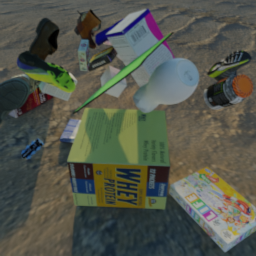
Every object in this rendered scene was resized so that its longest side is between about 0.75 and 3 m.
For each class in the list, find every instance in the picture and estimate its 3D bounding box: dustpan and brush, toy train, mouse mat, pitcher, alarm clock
[{"bbox_3d":[-0.333,-3.775,13.269,2.551,0.730,1.781,-1,57,-32],"label":"dustpan and brush"},{"bbox_3d":[-2.863,0.631,8.388,0.766,0.332,0.437,-42,5,7],"label":"toy train"},{"bbox_3d":[-0.098,-1.519,7.622,2.399,0.112,2.981,-28,18,42],"label":"mouse mat"},{"bbox_3d":[1.172,-1.291,7.856,1.138,1.877,1.610,48,59,-9],"label":"pitcher"},{"bbox_3d":[-1.725,-4.522,12.583,1.030,0.508,1.526,-9,73,-35],"label":"alarm clock"}]

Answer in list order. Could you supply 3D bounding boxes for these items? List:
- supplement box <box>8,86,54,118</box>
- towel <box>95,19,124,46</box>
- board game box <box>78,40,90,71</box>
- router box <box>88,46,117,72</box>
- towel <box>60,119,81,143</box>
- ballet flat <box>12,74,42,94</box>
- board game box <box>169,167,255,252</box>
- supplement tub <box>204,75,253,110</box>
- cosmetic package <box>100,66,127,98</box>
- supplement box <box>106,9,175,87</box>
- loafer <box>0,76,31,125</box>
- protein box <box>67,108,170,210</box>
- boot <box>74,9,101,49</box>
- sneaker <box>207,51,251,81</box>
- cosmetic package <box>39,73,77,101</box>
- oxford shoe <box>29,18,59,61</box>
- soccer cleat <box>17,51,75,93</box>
[{"bbox_3d":[-4.719,-1.649,13.370,0.742,1.326,2.437,22,43,28],"label":"supplement box"},{"bbox_3d":[-0.706,-3.954,11.486,1.502,0.372,1.109,-30,24,9],"label":"towel"},{"bbox_3d":[-1.621,-2.681,10.380,0.294,0.915,0.675,5,54,2],"label":"board game box"},{"bbox_3d":[-1.027,-2.841,11.384,1.237,0.323,0.973,-13,36,38],"label":"router box"},{"bbox_3d":[-1.621,0.146,11.842,2.208,0.263,1.622,5,36,7],"label":"towel"},{"bbox_3d":[-4.299,-1.378,10.430,2.410,0.908,0.818,-38,65,1],"label":"ballet flat"},{"bbox_3d":[2.682,2.374,8.673,1.646,0.419,2.449,-20,41,-25],"label":"board game box"},{"bbox_3d":[3.588,-1.291,10.092,0.998,0.998,1.628,-19,-1,-24],"label":"supplement tub"},{"bbox_3d":[-0.625,-1.941,11.786,0.773,0.778,0.929,17,42,-29],"label":"cosmetic package"},{"bbox_3d":[0.635,-2.864,10.752,1.387,2.742,1.417,-44,29,-15],"label":"supplement box"},{"bbox_3d":[-3.584,-0.826,8.166,2.350,0.844,0.739,-36,28,29],"label":"loafer"},{"bbox_3d":[-0.196,0.929,9.339,2.875,1.940,2.854,2,36,3],"label":"protein box"},{"bbox_3d":[-1.445,-3.947,11.317,1.247,1.174,0.427,-30,13,40],"label":"boot"},{"bbox_3d":[3.724,-2.163,10.090,0.748,1.848,0.683,32,71,-17],"label":"sneaker"},{"bbox_3d":[-2.855,-1.835,11.268,1.152,0.964,0.958,21,18,-37],"label":"cosmetic package"},{"bbox_3d":[-3.180,-2.988,10.630,0.879,2.083,0.757,35,27,13],"label":"oxford shoe"},{"bbox_3d":[-2.739,-1.791,9.445,2.098,0.878,0.678,30,57,-8],"label":"soccer cleat"}]
